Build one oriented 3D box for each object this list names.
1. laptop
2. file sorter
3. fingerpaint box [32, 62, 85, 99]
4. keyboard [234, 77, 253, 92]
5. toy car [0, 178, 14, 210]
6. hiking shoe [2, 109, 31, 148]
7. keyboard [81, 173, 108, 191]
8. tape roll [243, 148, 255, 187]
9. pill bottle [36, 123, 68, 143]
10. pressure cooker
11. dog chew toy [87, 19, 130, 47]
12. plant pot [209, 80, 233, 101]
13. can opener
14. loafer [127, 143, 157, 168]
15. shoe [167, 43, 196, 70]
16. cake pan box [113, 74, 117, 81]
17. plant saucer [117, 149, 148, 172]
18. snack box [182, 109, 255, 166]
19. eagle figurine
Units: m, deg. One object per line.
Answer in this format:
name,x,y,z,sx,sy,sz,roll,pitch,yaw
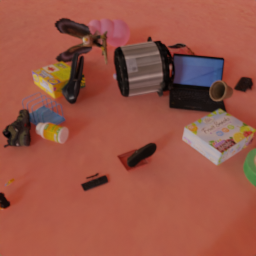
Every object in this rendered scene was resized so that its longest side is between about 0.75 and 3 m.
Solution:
laptop,3.137,-2.045,12.547,2.451,1.428,2.765,6,38,5
file sorter,-3.446,-0.701,11.318,1.453,0.891,1.008,28,46,31
fingerpaint box,-3.357,-2.349,13.542,1.718,0.755,2.060,-28,44,-32
keyboard,5.773,-2.217,13.750,0.767,0.292,1.474,19,43,25
toy car,-3.648,2.032,8.383,0.364,0.537,1.094,-39,12,19
hiking shoe,-4.228,-0.045,10.570,1.000,0.752,1.987,-7,39,-14
keyboard,-1.093,1.677,8.897,0.853,0.088,0.542,-17,41,-22
tape roll,4.715,1.358,9.019,1.833,0.440,1.833,1,38,0
pill bottle,-2.841,0.156,10.425,1.105,0.614,0.614,14,40,18
pressure cooker,0.803,-2.629,12.574,2.639,2.321,2.357,-12,39,-7
dog chew toy,-1.244,-5.880,17.058,2.645,1.647,1.647,2,34,-28
plant pot,3.593,-1.361,10.578,0.675,0.775,0.775,4,31,-33
can opener,-2.338,-2.226,12.568,0.967,0.779,2.459,-5,66,29
loafer,0.413,0.840,9.433,1.192,0.435,0.425,-31,31,-10
shoe,3.285,-3.906,15.191,2.673,1.216,0.955,-4,38,-5
cake pan box,-0.148,-2.509,14.122,0.983,0.257,0.905,-19,46,-22
plant saucer,0.139,1.127,9.553,0.817,0.150,0.815,-18,41,-20
snack box,3.295,0.265,10.215,2.012,0.681,1.697,-23,45,-28
eagle figurine,-2.523,-4.724,15.281,2.810,2.120,2.132,0,69,-4
